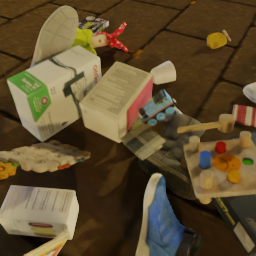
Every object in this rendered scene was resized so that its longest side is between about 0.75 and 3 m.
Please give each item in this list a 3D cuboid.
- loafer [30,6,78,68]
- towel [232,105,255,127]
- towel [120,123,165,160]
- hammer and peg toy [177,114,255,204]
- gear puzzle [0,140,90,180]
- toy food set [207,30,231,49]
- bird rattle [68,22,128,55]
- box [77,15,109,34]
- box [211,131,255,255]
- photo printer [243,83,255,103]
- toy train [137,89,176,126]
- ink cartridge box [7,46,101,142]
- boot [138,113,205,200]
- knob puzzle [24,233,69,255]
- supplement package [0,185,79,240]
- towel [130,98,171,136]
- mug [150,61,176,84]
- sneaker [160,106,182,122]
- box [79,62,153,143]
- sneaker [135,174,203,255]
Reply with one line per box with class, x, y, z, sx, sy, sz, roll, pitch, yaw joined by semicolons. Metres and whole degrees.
loafer;-2.575;-2.528;9.043;1.051;2.924;0.919;21;5;-37
towel;4.020;-0.361;9.159;1.173;0.133;0.845;14;49;15
towel;0.393;0.349;7.428;0.921;0.159;0.887;-34;60;-28
hammer and peg toy;2.171;0.672;6.661;1.755;0.841;2.386;-6;35;3
gear puzzle;-2.215;0.857;6.838;1.506;0.381;2.907;16;13;23
toy food set;3.956;-3.842;12.470;1.199;0.392;0.706;-26;75;-21
bird rattle;-1.584;-3.661;11.540;2.442;1.687;2.995;17;42;38
box;-1.774;-4.916;13.512;1.170;0.323;1.461;21;49;20
box;3.152;1.425;6.961;2.214;0.716;2.808;-13;47;-14
photo printer;4.647;-1.252;9.873;1.004;0.348;0.835;-19;49;-17
toy train;0.786;-0.539;7.935;1.150;0.657;0.499;-34;37;19
ink cartridge box;-2.069;-1.101;8.637;1.077;1.902;2.594;34;55;27
boot;1.533;0.671;7.660;1.912;0.763;2.103;37;51;17
knob puzzle;-1.862;2.817;5.087;0.253;1.825;1.825;38;55;19
supplement package;-1.975;1.919;6.371;1.501;0.854;0.822;4;47;4
towel;0.778;-0.229;8.944;1.496;0.237;2.083;-1;45;-2
mug;1.251;-1.970;10.468;0.787;0.959;0.768;-21;81;-8
sneaker;1.322;-0.369;8.760;0.569;0.990;0.372;-31;33;31
box;-0.300;-0.817;8.480;1.318;1.123;2.061;25;59;18
sneaker;0.955;2.137;6.099;1.314;0.907;2.363;4;49;12
